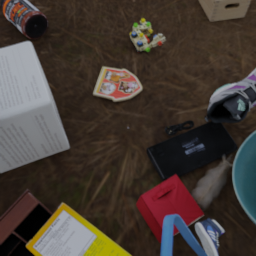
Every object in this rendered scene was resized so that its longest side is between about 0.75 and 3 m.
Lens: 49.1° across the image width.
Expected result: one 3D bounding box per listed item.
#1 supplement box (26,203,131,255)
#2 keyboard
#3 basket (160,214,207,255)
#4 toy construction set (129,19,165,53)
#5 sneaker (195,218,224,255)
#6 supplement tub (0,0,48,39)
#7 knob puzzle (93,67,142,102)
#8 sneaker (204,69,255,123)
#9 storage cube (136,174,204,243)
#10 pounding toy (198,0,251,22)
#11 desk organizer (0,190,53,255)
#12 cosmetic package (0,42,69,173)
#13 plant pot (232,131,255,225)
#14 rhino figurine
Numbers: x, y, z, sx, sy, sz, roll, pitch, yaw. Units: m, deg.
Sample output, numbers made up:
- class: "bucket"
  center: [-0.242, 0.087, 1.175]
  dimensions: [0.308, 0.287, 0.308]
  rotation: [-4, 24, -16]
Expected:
- class: "supplement box"
  center: [-0.896, 2.718, 5.838]
  dimensions: [2.025, 1.109, 1.102]
  rotation: [32, 62, 18]
- class: "keyboard"
  center: [1.683, 0.445, 7.727]
  dimensions: [2.391, 0.307, 1.436]
  rotation: [-21, 66, -16]
- class: "basket"
  center: [1.059, 3.057, 4.812]
  dimensions: [1.717, 2.176, 2.468]
  rotation: [-18, 32, 33]
- class: "toy construction set"
  center: [0.636, -3.200, 9.879]
  dimensions: [1.012, 0.711, 1.543]
  rotation: [-21, 49, -13]
- class: "sneaker"
  center: [1.773, 2.221, 5.675]
  dimensions: [0.583, 0.321, 0.796]
  rotation: [-4, 40, -19]
- class: "supplement tub"
  center: [-3.870, -4.138, 10.233]
  dimensions: [1.030, 1.030, 1.927]
  rotation: [-38, 65, -21]
- class: "knob puzzle"
  center: [-0.258, -1.419, 8.902]
  dimensions: [1.601, 0.222, 1.601]
  rotation: [3, 54, -4]
- class: "sneaker"
  center: [2.994, -0.724, 6.949]
  dimensions: [0.943, 2.426, 1.697]
  rotation: [51, 43, -6]
- class: "storage cube"
  center: [0.906, 1.859, 6.391]
  dimensions: [0.996, 1.165, 1.047]
  rotation: [-28, 68, -17]
- class: "pounding toy"
  center: [3.920, -5.472, 11.046]
  dimensions: [2.039, 1.062, 2.321]
  rotation: [-10, 58, -6]
- class: "desk organizer"
  center: [-2.626, 2.667, 6.029]
  dimensions: [0.937, 0.873, 2.433]
  rotation: [33, 63, 16]
- class: "cosmetic package"
  center: [-3.234, -0.369, 7.134]
  dimensions: [2.671, 2.202, 2.204]
  rotation: [-19, 60, -12]
- class: "plant pot"
  center: [3.892, 1.399, 5.966]
  dimensions: [2.875, 1.936, 2.875]
  rotation: [-17, 47, 20]
- class: "rhino figurine"
  center: [2.103, 1.321, 6.892]
  dimensions: [0.562, 0.822, 1.879]
  rotation: [37, 65, 20]
